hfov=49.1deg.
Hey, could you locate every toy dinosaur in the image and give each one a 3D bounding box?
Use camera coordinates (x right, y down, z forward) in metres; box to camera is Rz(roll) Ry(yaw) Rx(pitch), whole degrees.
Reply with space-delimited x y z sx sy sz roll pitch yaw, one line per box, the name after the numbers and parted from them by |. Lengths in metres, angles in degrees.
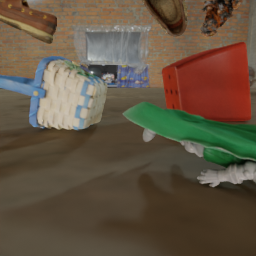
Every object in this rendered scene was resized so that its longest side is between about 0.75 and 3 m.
2.693 -3.683 7.875 1.094 2.141 1.453 17 -3 36 | toy dinosaur

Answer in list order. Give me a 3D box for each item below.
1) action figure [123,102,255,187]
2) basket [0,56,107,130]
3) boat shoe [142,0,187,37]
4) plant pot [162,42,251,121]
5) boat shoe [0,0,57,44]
1.309 0.289 3.345 1.599 0.740 2.708 -5 18 -34 | action figure
-1.936 -0.936 7.197 2.585 1.798 2.280 11 10 4 | basket
0.575 -3.151 5.916 1.021 2.765 1.023 -26 40 25 | boat shoe
2.313 -1.309 8.960 2.006 2.274 2.276 -11 11 -8 | plant pot
-3.586 -3.742 9.148 2.782 0.940 1.001 26 6 3 | boat shoe
